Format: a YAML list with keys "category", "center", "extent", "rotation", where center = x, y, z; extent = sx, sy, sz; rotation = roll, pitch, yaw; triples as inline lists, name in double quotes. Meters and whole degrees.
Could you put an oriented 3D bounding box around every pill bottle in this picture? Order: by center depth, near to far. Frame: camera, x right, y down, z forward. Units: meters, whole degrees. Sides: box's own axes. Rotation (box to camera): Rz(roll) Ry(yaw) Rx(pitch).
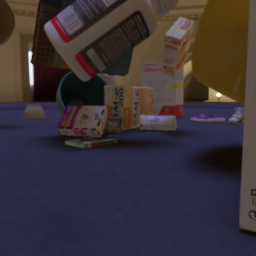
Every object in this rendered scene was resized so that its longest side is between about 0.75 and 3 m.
- category: "pill bottle"
  center: [-0.292, -2.138, 5.548]
  extent: [2.445, 1.354, 1.354]
  rotation: [-35, 6, 3]

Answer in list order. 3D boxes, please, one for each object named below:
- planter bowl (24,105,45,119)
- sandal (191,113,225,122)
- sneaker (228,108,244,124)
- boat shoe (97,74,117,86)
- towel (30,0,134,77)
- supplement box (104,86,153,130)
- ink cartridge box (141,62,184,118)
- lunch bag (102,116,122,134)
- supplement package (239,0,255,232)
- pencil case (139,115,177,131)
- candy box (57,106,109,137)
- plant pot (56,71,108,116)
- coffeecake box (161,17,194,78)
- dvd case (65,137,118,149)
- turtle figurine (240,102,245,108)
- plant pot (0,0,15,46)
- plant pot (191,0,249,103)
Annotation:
- category: "planter bowl"
  center: [-4.099, -0.708, 12.236]
  extent: [0.886, 0.596, 0.886]
  rotation: [0, 6, 0]
- category: "sandal"
  center: [3.053, -0.402, 10.721]
  extent: [1.315, 0.323, 0.535]
  rotation: [5, 8, 36]
- category: "sneaker"
  center: [3.865, -0.443, 10.019]
  extent: [0.367, 0.562, 0.978]
  rotation: [6, 9, 43]
- category: "boat shoe"
  center: [-1.266, -2.387, 11.045]
  extent: [0.824, 0.811, 2.324]
  rotation: [-21, 54, -38]
- category: "towel"
  center: [-0.877, -2.418, 6.896]
  extent: [2.926, 2.146, 0.317]
  rotation: [-4, 28, -44]
- category: "supplement box"
  center: [0.073, -0.657, 8.786]
  extent: [0.743, 1.273, 2.020]
  rotation: [6, 9, 29]
- category: "ink cartridge box"
  center: [1.594, -1.736, 12.995]
  extent: [1.775, 2.446, 1.020]
  rotation: [4, 8, 32]
- category: "lunch bag"
  center: [-0.630, -0.086, 7.413]
  extent: [0.774, 0.455, 0.635]
  rotation: [2, 5, -29]
- category: "supplement package"
  center: [1.919, -0.158, 2.044]
  extent: [1.874, 1.792, 1.379]
  rotation: [4, 7, 29]
- category: "pencil case"
  center: [0.827, -0.137, 7.896]
  extent: [1.061, 0.441, 0.481]
  rotation: [1, 7, 6]
- category: "candy box"
  center: [-1.093, -0.172, 6.865]
  extent: [1.096, 0.747, 0.334]
  rotation: [2, -36, 21]
- category: "plant pot"
  center: [-1.536, -0.784, 9.069]
  extent: [1.791, 1.791, 1.200]
  rotation: [-4, -18, -33]
- category: "coffeecake box"
  center: [1.248, -2.038, 7.123]
  extent: [0.423, 1.157, 0.888]
  rotation: [24, 57, 19]
- category: "dvd case"
  center: [-0.731, 0.288, 5.696]
  extent: [0.888, 0.098, 0.649]
  rotation: [-8, 10, -44]
- category: "turtle figurine"
  center: [3.080, -0.204, 4.760]
  extent: [1.947, 1.310, 2.601]
  rotation: [-16, 21, 11]
- category: "plant pot"
  center: [-4.336, -3.107, 8.402]
  extent: [1.662, 1.662, 1.116]
  rotation: [-4, -1, -29]
- category: "plant pot"
  center: [2.621, -1.258, 3.790]
  extent: [2.475, 2.631, 2.631]
  rotation: [35, 22, 24]
